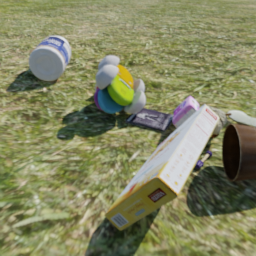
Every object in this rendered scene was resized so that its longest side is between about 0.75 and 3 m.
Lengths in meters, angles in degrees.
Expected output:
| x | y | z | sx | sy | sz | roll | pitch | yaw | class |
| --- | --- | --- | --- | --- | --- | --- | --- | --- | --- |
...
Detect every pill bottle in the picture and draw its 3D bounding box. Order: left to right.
| x | y | z | sx | sy | sz | roll | pitch | yaw | class |
| --- | --- | --- | --- | --- | --- | --- | --- | --- | --- |
| -3.715 | -3.570 | 13.800 | 1.607 | 1.607 | 2.896 | -1 | 32 | -1 | pill bottle |

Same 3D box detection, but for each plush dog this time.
| x | y | z | sx | sy | sz | roll | pitch | yaw | class |
| --- | --- | --- | --- | --- | --- | --- | --- | --- | --- |
| 2.729 | -0.146 | 8.667 | 0.795 | 0.991 | 0.851 | -6 | 34 | 41 | plush dog |

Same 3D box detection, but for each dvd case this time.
| x | y | z | sx | sy | sz | roll | pitch | yaw | class |
| --- | --- | --- | --- | --- | --- | --- | --- | --- | --- |
| 0.814 | -0.318 | 10.061 | 1.513 | 0.121 | 1.125 | 15 | 36 | 21 | dvd case |

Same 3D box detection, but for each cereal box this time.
| x | y | z | sx | sy | sz | roll | pitch | yaw | class |
| --- | --- | --- | --- | --- | --- | --- | --- | --- | --- |
| 0.850 | 0.836 | 6.446 | 0.579 | 2.108 | 2.930 | 43 | 43 | 1 | cereal box |

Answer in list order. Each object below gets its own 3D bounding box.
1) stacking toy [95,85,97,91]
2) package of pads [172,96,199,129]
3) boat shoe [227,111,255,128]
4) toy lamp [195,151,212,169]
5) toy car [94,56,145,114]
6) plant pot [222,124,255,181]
| x | y | z | sx | sy | sz | roll | pitch | yaw | class |
| --- | --- | --- | --- | --- | --- | --- | --- | --- | --- |
| -1.025 | -1.710 | 11.945 | 0.741 | 0.741 | 1.015 | -2 | 14 | -3 | stacking toy |
| 1.933 | -0.488 | 9.368 | 0.546 | 0.869 | 1.442 | 44 | 21 | -5 | package of pads |
| 4.021 | -0.212 | 9.655 | 0.464 | 0.388 | 1.298 | -43 | 47 | -20 | boat shoe |
| 2.154 | 0.922 | 8.030 | 0.226 | 0.226 | 0.776 | 23 | 36 | 31 | toy lamp |
| -0.513 | -1.379 | 10.403 | 1.709 | 1.995 | 2.280 | -39 | 26 | 23 | toy car |
| 3.438 | 0.636 | 7.249 | 1.596 | 1.491 | 1.491 | 0 | 32 | 2 | plant pot |
